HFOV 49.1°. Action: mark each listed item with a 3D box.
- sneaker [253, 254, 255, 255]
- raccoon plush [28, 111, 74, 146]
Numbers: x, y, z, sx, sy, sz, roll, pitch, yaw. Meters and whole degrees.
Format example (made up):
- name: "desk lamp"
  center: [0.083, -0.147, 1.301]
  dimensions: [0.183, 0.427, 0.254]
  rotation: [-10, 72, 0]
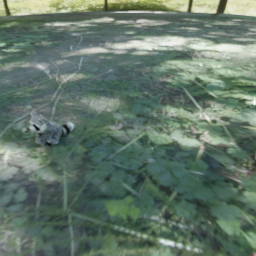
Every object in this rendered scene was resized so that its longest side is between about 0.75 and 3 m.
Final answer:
- name: "sneaker"
  center: [3.064, 3.055, 5.464]
  dimensions: [2.627, 1.059, 0.981]
  rotation: [-6, 32, -11]
- name: "raccoon plush"
  center: [-3.040, -0.212, 10.938]
  dimensions: [0.960, 1.329, 1.984]
  rotation: [12, 32, 20]
